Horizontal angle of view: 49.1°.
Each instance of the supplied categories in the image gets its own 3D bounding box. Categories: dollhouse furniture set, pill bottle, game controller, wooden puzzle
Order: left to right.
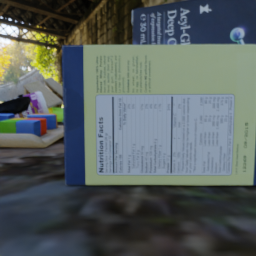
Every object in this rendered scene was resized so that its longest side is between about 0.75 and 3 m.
[{"bbox_3d":[-3.672,-0.351,7.030,2.358,0.497,1.230,-18,1,1],"label":"game controller"},{"bbox_3d":[-2.375,-0.003,5.639,2.161,0.540,2.333,0,4,4],"label":"wooden puzzle"},{"bbox_3d":[-3.396,-0.524,8.844,1.588,0.891,0.891,-20,10,-17],"label":"pill bottle"},{"bbox_3d":[-3.271,-0.889,12.154,1.598,1.961,1.865,39,44,23],"label":"dollhouse furniture set"}]

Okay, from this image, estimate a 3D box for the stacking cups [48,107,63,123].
[{"bbox_3d":[-2.464,-0.507,11.529,2.333,0.706,0.706,3,2,-25],"label":"stacking cups"}]

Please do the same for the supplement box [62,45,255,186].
[{"bbox_3d":[0.347,-0.160,3.179,1.789,1.202,1.791,0,4,1],"label":"supplement box"}]

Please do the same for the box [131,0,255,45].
[{"bbox_3d":[1.612,-0.897,4.735,2.856,2.120,1.529,-1,0,21],"label":"box"}]
